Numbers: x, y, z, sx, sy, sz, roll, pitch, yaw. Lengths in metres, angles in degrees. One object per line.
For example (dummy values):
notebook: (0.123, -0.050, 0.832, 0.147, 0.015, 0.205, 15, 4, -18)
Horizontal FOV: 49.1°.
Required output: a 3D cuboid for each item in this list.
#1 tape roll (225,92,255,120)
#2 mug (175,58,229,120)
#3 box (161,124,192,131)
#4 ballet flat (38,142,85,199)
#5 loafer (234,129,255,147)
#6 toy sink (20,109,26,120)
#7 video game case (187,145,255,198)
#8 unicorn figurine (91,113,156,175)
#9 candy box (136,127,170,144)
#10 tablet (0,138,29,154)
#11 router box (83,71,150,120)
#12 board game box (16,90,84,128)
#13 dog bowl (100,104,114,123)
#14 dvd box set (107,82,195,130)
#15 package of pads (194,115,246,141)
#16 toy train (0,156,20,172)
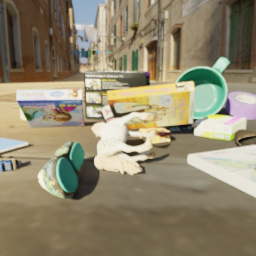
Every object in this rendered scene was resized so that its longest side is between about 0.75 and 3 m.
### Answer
tape roll: (5.628, -1.099, 13.574, 1.689, 0.718, 1.689, 3, 29, -2)
mug: (3.499, -1.595, 12.745, 2.770, 2.276, 1.713, -21, -5, 15)
box: (1.759, -0.086, 11.146, 1.257, 0.237, 0.858, -4, 13, -18)
ballet flat: (-1.397, 0.912, 5.706, 0.832, 0.832, 2.242, 0, 10, 1)
loafer: (3.962, 0.429, 8.096, 1.756, 0.641, 0.626, 0, 21, 27)
toy sink: (-4.539, -0.665, 13.031, 0.900, 0.587, 0.504, 7, 14, 34)
video game case: (3.035, 0.914, 6.343, 2.315, 0.279, 2.539, -5, 13, -23)
unicorn figurine: (-0.231, 0.260, 7.470, 1.928, 1.036, 2.806, -7, 15, 12)
candy box: (0.809, 0.182, 9.551, 0.771, 0.369, 1.336, -4, 13, -15)
tablet: (-4.119, 0.626, 8.043, 1.370, 0.144, 2.106, 6, 13, 29)
router box: (-0.529, -1.439, 12.699, 2.988, 2.228, 0.763, 5, 15, 20)
board game box: (-2.799, -0.679, 10.574, 2.210, 0.455, 2.205, -2, -24, -7)
dog bowl: (-0.009, -0.592, 11.002, 2.060, 0.759, 2.060, -11, -5, -1)
dvd box set: (0.755, -0.604, 8.727, 2.520, 0.370, 1.843, -5, -30, 7)
package of pads: (3.315, -0.059, 10.129, 1.373, 0.606, 1.778, 9, 15, 36)
toy train: (-3.483, 0.853, 6.597, 1.805, 0.308, 0.413, -1, 15, -1)
